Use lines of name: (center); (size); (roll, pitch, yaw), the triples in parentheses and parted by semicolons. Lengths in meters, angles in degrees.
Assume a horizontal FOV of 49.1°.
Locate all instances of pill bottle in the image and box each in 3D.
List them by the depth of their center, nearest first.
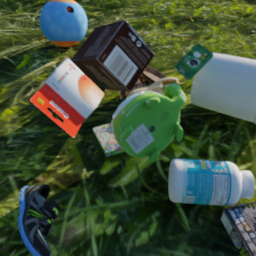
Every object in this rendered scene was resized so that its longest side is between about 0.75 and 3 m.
pill bottle: (2.363, 1.586, 8.134); (2.280, 1.263, 1.263); (3, 41, 2)

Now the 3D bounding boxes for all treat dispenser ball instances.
treat dispenser ball: (-3.660, -5.984, 15.942); (2.638, 2.638, 2.638); (0, 41, 0)

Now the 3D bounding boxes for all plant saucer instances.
plant saucer: (1.286, -2.308, 13.012); (1.712, 0.275, 1.712); (22, 29, -13)

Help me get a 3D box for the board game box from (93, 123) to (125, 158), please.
board game box: (-0.607, 0.397, 10.329); (0.995, 0.215, 1.478); (-17, 43, -18)

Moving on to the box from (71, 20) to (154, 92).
box: (-0.684, -2.933, 11.739); (2.436, 2.021, 2.000); (17, 71, 53)

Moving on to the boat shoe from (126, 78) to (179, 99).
boat shoe: (1.179, -1.387, 11.936); (2.442, 0.900, 0.845); (-22, 46, -8)

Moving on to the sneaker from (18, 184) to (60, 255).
sneaker: (-2.322, 2.405, 7.468); (1.010, 0.864, 2.437); (-18, 40, -10)

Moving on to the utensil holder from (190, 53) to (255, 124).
utensil holder: (4.195, -1.633, 11.083); (2.807, 2.385, 2.385); (20, 44, 25)

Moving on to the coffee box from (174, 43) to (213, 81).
coffee box: (2.356, -2.391, 10.143); (1.254, 0.276, 0.771); (-46, 63, 2)

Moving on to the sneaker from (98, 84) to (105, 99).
sneaker: (-1.158, -1.646, 12.184); (0.321, 0.823, 0.351); (17, 53, -3)

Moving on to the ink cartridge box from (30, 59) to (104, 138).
ink cartridge box: (-1.761, -0.973, 8.554); (0.522, 1.687, 2.081); (-32, 24, 34)

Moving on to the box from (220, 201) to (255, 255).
box: (3.759, 2.961, 7.091); (1.877, 0.519, 2.342); (-9, 41, -12)

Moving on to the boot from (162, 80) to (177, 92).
boot: (1.568, -1.391, 10.423); (0.571, 0.797, 0.280); (-11, -6, 20)

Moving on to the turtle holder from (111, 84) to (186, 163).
turtle holder: (0.584, -0.415, 9.043); (2.018, 2.655, 1.886); (20, 10, -27)

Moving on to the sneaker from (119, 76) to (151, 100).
sneaker: (0.344, -1.811, 12.534); (0.841, 0.699, 1.866); (16, 44, 27)
